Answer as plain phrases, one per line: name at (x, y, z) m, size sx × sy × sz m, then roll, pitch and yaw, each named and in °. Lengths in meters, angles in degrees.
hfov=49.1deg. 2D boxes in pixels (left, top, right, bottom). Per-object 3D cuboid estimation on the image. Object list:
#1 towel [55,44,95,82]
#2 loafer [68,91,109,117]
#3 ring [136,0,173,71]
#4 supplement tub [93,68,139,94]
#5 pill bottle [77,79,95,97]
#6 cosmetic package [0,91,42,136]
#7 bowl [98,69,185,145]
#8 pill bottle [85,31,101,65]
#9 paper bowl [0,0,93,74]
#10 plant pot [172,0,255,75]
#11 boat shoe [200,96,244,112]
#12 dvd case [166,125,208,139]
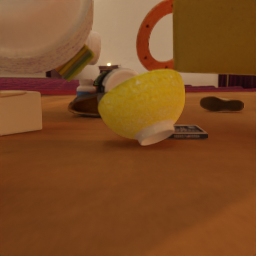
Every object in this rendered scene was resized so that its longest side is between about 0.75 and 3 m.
towel at (-2.186, -2.474, 7.519) m, size 2.589 × 1.114 × 0.234 m, roll 42°, pitch 12°, yaw -23°
loafer at (-0.702, -0.735, 9.220) m, size 2.729 × 0.993 × 0.986 m, roll -6°, pitch 14°, yaw 26°
ring at (1.409, -3.202, 9.953) m, size 2.656 × 2.656 × 0.255 m, roll -6°, pitch 36°, yaw -31°
supplement tub at (-0.478, -1.488, 11.180) m, size 1.677 × 1.677 × 2.738 m, roll -3°, pitch 10°, yaw -17°
pill bottle at (-1.605, -1.221, 10.762) m, size 0.722 × 1.286 × 0.722 m, roll 0°, pitch 10°, yaw 0°
cosmetic package at (-3.405, -0.306, 6.135) m, size 1.369 × 0.966 × 2.644 m, roll 7°, pitch 12°, yaw 36°
bowl at (0.372, -0.217, 5.103) m, size 1.663 × 0.895 × 1.663 m, roll -20°, pitch -17°, yaw -6°
pill bottle at (-2.464, -2.907, 9.529) m, size 2.862 × 1.593 × 1.593 m, roll 2°, pitch 7°, yaw -27°
paper bowl at (-2.175, -2.691, 5.622) m, size 2.912 × 2.912 × 1.514 m, roll -1°, pitch -11°, yaw -5°
plant pot at (2.355, -2.801, 5.344) m, size 2.616 × 2.694 × 2.633 m, roll 9°, pitch 42°, yaw 33°
boat shoe at (3.759, -0.921, 11.255) m, size 1.695 × 0.612 × 0.551 m, roll 6°, pitch 1°, yaw 25°
dvd case at (1.223, 0.079, 6.301) m, size 0.860 × 0.141 × 1.144 m, roll 0°, pitch 9°, yaw 2°
